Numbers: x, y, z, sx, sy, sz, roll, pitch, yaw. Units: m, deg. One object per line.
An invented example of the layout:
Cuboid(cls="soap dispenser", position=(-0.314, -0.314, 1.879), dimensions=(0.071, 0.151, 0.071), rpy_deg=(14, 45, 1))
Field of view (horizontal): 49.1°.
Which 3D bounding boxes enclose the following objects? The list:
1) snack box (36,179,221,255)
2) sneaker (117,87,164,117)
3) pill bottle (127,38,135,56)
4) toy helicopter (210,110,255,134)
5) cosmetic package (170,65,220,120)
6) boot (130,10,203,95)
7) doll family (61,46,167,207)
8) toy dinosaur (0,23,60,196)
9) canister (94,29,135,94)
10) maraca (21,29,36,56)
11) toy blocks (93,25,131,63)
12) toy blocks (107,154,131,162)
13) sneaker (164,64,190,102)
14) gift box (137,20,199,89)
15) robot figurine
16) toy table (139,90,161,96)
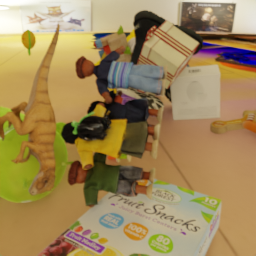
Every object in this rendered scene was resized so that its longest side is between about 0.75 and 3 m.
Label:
Cuboid(cls="snack box", position=(0.145, 1.652, 4.077), dimensions=(1.729, 0.644, 2.431), rpy_deg=(14, 27, 30))
Cuboid(cls="sneaker", position=(0.299, -0.662, 8.207), dimensions=(0.777, 0.804, 1.928), rpy_deg=(2, 19, -35))
Cuboid(cls="pill bottle", position=(0.443, -2.389, 9.114), dimensions=(0.619, 0.619, 1.114), rpy_deg=(-23, 69, -43))
Cuboid(cls="toy helicopter", position=(3.561, -0.081, 8.266), dimensions=(2.179, 0.860, 1.441), rpy_deg=(-9, 32, 6))
Cuboid(cls="cosmetic package", position=(2.165, -1.129, 9.066), dimensions=(1.502, 1.506, 0.926), rpy_deg=(-2, 29, 14))
Cuboid(cls="boot", position=(1.171, -2.053, 8.623), dimensions=(2.679, 2.251, 1.023), rpy_deg=(13, -15, -32))
Cuboid(cls="doll family", position=(-0.280, -0.184, 4.796), dimensions=(1.688, 1.146, 2.921), rpy_deg=(7, 51, 8))
Cuboid(cls="toy dinosaur", position=(-1.427, -0.222, 4.386), dimensions=(1.285, 2.419, 0.731), rpy_deg=(-3, -3, 19))
Cuboid(cls="canister", position=(-0.077, -2.423, 10.446), dimensions=(2.113, 1.569, 0.915), rpy_deg=(-41, 52, -6))
Cuboid(cls="maraca", position=(-3.627, -3.109, 10.204), dimensions=(0.504, 0.942, 0.646), rpy_deg=(-5, 40, -23))
Cuboid(cls="toy blocks", position=(-0.478, -2.344, 8.935), dimensions=(1.024, 1.498, 0.749), rpy_deg=(-21, 45, -2))
Cuboid(cls="toy blocks", position=(-0.332, 0.519, 6.891), dimensions=(0.818, 0.297, 0.682), rpy_deg=(-3, 61, 17))
Cuboid(cls="sneaker", position=(1.485, -2.156, 10.086), dimensions=(1.199, 2.779, 1.078), rpy_deg=(-39, 24, -10))
Cuboid(cls="gift box", position=(0.877, -1.842, 7.080), dimensions=(1.183, 1.169, 1.266), rpy_deg=(38, 62, 8))
Cuboid(cls="robot figurine", position=(-2.349, 0.480, 5.653), dimensions=(2.719, 1.573, 2.385), rpy_deg=(18, 32, 37))
Cuboid(cls="toy table", position=(0.954, -1.805, 11.242), dimensions=(0.998, 1.705, 1.567), rpy_deg=(-15, 64, -21))
